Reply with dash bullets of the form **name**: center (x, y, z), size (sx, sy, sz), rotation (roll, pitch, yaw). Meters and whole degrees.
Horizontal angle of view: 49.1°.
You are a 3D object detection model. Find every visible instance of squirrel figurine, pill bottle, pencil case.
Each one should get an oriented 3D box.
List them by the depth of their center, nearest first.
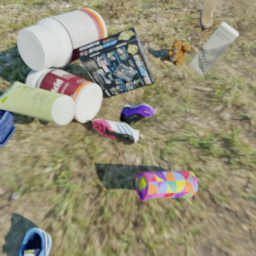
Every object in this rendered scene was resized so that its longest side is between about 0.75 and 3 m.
- **pencil case**: center (0.923, 1.379, 6.663), size (1.584, 0.700, 0.700), rotation (7, 40, -30)
- **pill bottle**: center (-2.018, -2.804, 8.893), size (1.470, 1.470, 2.684), rotation (27, 42, 23)
- **pill bottle**: center (-2.094, -1.147, 9.030), size (2.255, 1.288, 1.288), rotation (24, 51, 22)
- **squirrel figurine**: center (2.002, -3.129, 11.191), size (0.981, 0.916, 0.694), rotation (-33, 55, -28)

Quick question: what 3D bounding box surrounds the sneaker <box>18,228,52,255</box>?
- **sneaker**: center (-1.961, 2.859, 5.626), size (0.647, 0.720, 1.751), rotation (-3, 48, -6)

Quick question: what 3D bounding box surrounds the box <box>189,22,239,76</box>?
- **box**: center (2.307, -2.130, 7.622), size (0.559, 1.361, 0.465), rotation (39, 37, 4)

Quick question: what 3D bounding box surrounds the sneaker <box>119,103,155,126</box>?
- **sneaker**: center (0.153, -0.222, 5.532), size (0.874, 0.304, 0.435), rotation (2, 59, 48)

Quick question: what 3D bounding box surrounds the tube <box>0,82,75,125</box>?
- **tube**: center (-2.653, -0.711, 7.563), size (2.869, 0.745, 0.832), rotation (16, 17, 37)

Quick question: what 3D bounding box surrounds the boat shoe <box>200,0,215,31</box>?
- **boat shoe**: center (2.255, -3.258, 8.080), size (0.382, 0.345, 1.063), rotation (15, 67, -3)

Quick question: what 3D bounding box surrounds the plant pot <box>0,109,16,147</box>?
- **plant pot**: center (-3.938, -0.023, 8.208), size (0.998, 0.898, 0.998), rotation (5, 44, 9)

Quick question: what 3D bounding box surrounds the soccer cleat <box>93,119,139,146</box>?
- **soccer cleat**: center (-0.354, 0.053, 8.449), size (1.436, 0.502, 0.620), rotation (24, 40, 8)

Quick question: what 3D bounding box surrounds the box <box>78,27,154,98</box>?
- **box**: center (-0.285, -1.885, 8.680), size (1.759, 2.213, 0.509), rotation (-17, 61, 12)
